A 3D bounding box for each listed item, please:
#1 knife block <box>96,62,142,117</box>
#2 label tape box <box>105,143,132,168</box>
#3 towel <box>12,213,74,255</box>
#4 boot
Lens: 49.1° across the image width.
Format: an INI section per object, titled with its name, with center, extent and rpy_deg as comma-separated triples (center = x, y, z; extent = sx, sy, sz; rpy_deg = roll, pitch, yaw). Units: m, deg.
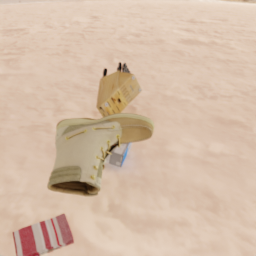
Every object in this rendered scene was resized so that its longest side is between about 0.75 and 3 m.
[knife block]
center = -0.782, -1.688, 12.195
extent = 2.512, 0.916, 2.862
rpy_deg = 18, 58, 48
[label tape box]
center = -0.843, 0.601, 9.812
extent = 1.737, 0.550, 1.252
rpy_deg = 16, 30, 8
[towel]
center = -2.186, 2.779, 7.180
extent = 1.397, 0.159, 1.006
rpy_deg = -14, 34, -21
[boot]
center = -0.615, 0.674, 7.218
extent = 2.735, 0.986, 2.115
rpy_deg = -4, 47, 1
